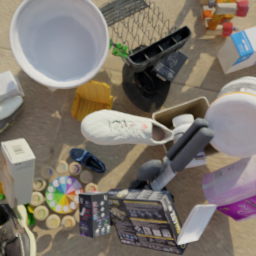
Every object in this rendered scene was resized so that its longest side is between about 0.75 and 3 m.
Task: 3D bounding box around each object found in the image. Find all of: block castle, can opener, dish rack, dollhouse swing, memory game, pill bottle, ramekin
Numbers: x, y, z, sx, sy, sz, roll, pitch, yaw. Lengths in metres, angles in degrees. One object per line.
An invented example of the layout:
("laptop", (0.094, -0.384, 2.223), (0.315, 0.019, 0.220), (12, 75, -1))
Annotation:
("block castle", (3.335, -4.680, 9.610), (1.287, 1.833, 2.743), (-2, 79, -1))
("can opener", (-0.063, 2.274, 8.688), (1.883, 0.740, 0.597), (-42, 115, -1))
("can opener", (1.080, 0.731, 6.720), (0.783, 2.357, 0.620), (15, 40, -33))
("dish rack", (0.277, -3.061, 8.423), (2.093, 0.744, 2.729), (-31, 73, -15))
("dollhouse swing", (-1.200, -0.809, 9.126), (1.256, 1.104, 1.141), (12, 78, 3))
("memory game", (-1.970, 2.082, 8.685), (2.150, 0.137, 2.150), (4, 78, -17))
("pill bottle", (2.986, -0.433, 7.269), (1.552, 2.667, 1.552), (11, 115, 24))
("pill bottle", (1.599, 0.372, 7.550), (0.746, 0.746, 1.345), (-9, 75, -2))
("ramekin", (-1.856, -2.384, 7.947), (2.579, 1.354, 2.579), (-1, 95, -7))

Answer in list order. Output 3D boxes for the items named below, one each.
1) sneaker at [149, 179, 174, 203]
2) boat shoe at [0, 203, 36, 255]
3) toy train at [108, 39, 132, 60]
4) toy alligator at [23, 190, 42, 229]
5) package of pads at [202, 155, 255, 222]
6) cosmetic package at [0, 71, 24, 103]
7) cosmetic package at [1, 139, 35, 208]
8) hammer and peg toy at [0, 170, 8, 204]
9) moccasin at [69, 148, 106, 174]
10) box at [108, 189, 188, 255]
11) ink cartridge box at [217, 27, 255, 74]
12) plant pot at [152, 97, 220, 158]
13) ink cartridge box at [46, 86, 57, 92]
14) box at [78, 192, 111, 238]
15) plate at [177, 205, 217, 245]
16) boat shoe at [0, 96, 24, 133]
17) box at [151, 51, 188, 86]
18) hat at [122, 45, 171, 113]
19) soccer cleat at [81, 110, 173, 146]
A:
("sneaker", (0.995, 1.878, 7.917), (0.810, 1.554, 0.467), (27, 44, 28))
("boat shoe", (-3.137, 2.933, 7.418), (0.879, 2.713, 0.993), (27, 92, -34))
("toy train", (-0.295, -2.550, 9.235), (1.546, 0.323, 0.436), (20, 92, -17))
("toy alligator", (-2.944, 2.572, 8.710), (0.533, 0.582, 1.963), (5, 74, -41))
("package of pads", (3.616, 1.445, 7.398), (1.735, 2.880, 1.090), (34, 41, -27))
("cosmetic package", (-4.144, -1.320, 9.425), (0.887, 0.742, 0.738), (-24, 79, -5))
("cosmetic package", (-2.897, 1.197, 7.319), (0.580, 1.633, 0.859), (-12, 41, -37))
("hammer and peg toy", (-4.233, 1.974, 8.819), (1.456, 0.513, 1.071), (-25, 79, -5))
("moccasin", (-1.293, 1.004, 9.059), (1.344, 0.458, 0.541), (24, 79, 5))
("box", (0.382, 2.388, 7.264), (0.487, 1.985, 1.600), (-39, 112, -46))
("ink cartridge box", (4.434, -2.776, 9.394), (2.440, 1.417, 0.820), (-19, 78, -4))
("plant pot", (1.759, 0.271, 8.685), (1.682, 1.491, 1.684), (-19, 77, -3))
("ink cartridge box", (-2.278, -2.599, 9.587), (2.284, 0.960, 1.667), (-37, 80, -8))
("box", (-0.752, 1.891, 6.194), (0.481, 0.554, 0.906), (2, 81, -42))
("plate", (1.551, 2.162, 6.411), (0.164, 1.012, 1.014), (33, 101, 41))
("boat shoe", (-4.209, -0.254, 9.272), (1.987, 0.594, 0.710), (-43, 54, -9))
("box", (1.329, -2.025, 9.076), (0.740, 0.534, 0.997), (35, 87, 0))
("hat", (0.424, -1.529, 9.315), (2.246, 0.906, 2.246), (7, 78, -38))
("soccer cleat", (0.047, 0.033, 7.017), (2.516, 0.976, 0.872), (7, 82, -38))
